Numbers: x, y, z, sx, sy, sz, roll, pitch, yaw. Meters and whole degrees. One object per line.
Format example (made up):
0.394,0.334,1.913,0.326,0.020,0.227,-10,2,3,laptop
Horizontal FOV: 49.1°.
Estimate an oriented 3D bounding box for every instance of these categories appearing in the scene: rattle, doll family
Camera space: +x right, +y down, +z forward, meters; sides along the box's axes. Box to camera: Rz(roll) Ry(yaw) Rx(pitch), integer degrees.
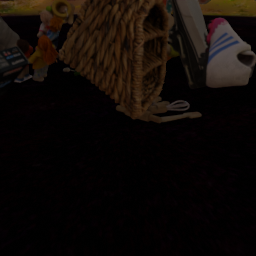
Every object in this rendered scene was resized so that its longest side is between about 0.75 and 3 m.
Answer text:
1.130,-2.989,8.507,1.121,1.722,1.230,-30,11,2,rattle
-1.943,-1.959,6.677,0.920,1.267,2.041,22,49,-8,doll family

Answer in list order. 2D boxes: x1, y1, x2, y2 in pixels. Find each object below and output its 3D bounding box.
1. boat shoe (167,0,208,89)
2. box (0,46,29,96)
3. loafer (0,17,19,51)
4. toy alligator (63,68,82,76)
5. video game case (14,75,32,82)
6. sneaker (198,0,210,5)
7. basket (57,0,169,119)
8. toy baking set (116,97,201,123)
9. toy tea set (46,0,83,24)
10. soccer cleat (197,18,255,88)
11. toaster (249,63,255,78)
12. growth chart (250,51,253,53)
1.376,-2.136,6.629,0.862,2.708,0.957,-11,27,31,boat shoe
-2.565,-0.670,4.582,1.269,0.367,1.597,-30,8,40,box
-3.536,-2.593,7.821,0.909,0.910,2.604,3,-17,-2,loafer
-1.862,-2.523,12.559,2.074,0.498,0.687,-3,26,8,toy alligator
-4.704,-2.172,12.261,0.613,0.077,0.856,8,28,17,video game case
3.080,-5.203,10.153,0.513,1.439,0.575,41,41,8,sneaker
0.200,-1.457,4.858,1.641,1.573,2.203,38,26,2,basket
0.934,-0.672,9.008,2.564,0.298,1.968,21,33,36,toy baking set
-0.979,-3.698,7.821,2.533,1.506,0.937,-1,-4,-16,toy tea set
1.295,-0.975,3.630,0.643,0.520,1.490,7,44,17,soccer cleat
4.605,-2.684,12.429,1.280,0.840,1.415,-8,28,-16,toaster
3.549,-2.305,8.376,0.589,0.072,0.814,20,38,-12,growth chart
